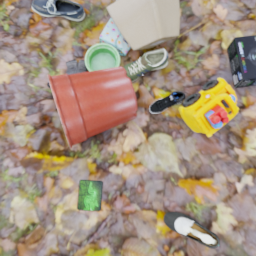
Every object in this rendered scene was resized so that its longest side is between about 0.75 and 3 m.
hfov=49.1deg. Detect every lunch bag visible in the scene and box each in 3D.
[{"bbox_3d":[-0.405,-3.695,11.538,1.286,0.784,1.095,28,79,2],"label":"lunch bag"}]

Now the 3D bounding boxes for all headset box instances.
[{"bbox_3d":[5.282,-2.698,11.241,2.091,0.970,1.821,-6,79,-1],"label":"headset box"}]

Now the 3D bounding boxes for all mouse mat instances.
[{"bbox_3d":[-1.452,2.574,10.674,0.924,0.043,1.148,3,80,0],"label":"mouse mat"}]

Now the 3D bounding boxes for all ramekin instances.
[{"bbox_3d":[-1.022,-2.634,11.329,1.380,0.674,1.380,0,83,-2],"label":"ramekin"}]

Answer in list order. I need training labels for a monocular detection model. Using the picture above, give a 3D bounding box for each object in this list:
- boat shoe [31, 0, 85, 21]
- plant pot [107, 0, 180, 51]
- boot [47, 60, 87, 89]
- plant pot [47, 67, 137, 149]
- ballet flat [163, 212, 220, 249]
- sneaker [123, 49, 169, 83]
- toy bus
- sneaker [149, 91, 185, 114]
[{"bbox_3d":[-3.004,-5.109,11.843,2.333,0.721,0.874,17,79,3],"label":"boat shoe"},{"bbox_3d":[0.798,-4.105,10.706,2.079,2.077,1.841,-11,100,41],"label":"plant pot"},{"bbox_3d":[-2.454,-2.168,11.401,1.705,0.595,1.122,-6,76,-12],"label":"boot"},{"bbox_3d":[-1.221,-0.922,10.184,2.653,2.727,2.727,-17,79,-11],"label":"plant pot"},{"bbox_3d":[2.331,3.661,10.095,2.170,0.742,0.738,24,81,5],"label":"ballet flat"},{"bbox_3d":[0.551,-2.543,11.169,2.323,1.043,0.779,-22,80,-4],"label":"sneaker"},{"bbox_3d":[3.179,-0.702,10.080,2.108,2.024,1.430,-39,106,0],"label":"toy bus"},{"bbox_3d":[1.519,-1.069,10.988,1.479,0.827,0.540,-23,78,-5],"label":"sneaker"}]
